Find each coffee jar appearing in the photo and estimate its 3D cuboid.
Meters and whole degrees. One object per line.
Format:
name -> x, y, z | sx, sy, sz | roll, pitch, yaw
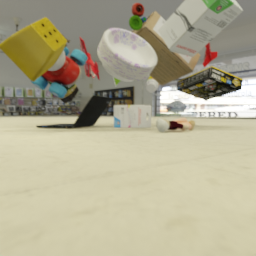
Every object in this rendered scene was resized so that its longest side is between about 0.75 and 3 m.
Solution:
coffee jar -> -3.608, -2.466, 14.912 | 0.965, 2.262, 1.179 | -17, 33, 27

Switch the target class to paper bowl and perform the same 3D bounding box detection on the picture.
paper bowl -> -0.087, -2.258, 9.098 | 1.903, 1.903, 0.990 | -2, -38, -36

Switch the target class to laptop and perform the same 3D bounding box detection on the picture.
laptop -> -2.247, -0.671, 12.104 | 2.565, 1.324, 2.273 | 1, 3, 16

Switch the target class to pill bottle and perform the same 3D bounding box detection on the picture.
pill bottle -> 1.381, -2.466, 15.668 | 0.709, 0.709, 1.277 | 1, 30, 16

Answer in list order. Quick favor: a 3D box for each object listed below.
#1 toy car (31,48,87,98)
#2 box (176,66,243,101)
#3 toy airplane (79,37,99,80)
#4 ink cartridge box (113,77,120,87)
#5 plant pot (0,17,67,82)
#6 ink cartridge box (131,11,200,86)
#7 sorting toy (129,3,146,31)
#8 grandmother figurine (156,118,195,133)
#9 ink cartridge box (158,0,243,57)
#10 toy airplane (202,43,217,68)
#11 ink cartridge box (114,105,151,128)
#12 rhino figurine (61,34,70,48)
toy car -> -3.063, -2.706, 11.036 | 1.977, 2.061, 2.236 | 25, -13, 22
box -> 3.361, -1.786, 11.755 | 1.715, 0.530, 2.148 | 16, -14, -23
toy airplane -> -1.880, -3.214, 13.604 | 0.432, 2.351, 2.351 | -19, 8, -14
ink cartridge box -> -0.398, -2.796, 11.276 | 0.696, 1.357, 1.836 | 19, 55, 28
plant pot -> -2.676, -2.467, 8.360 | 1.205, 1.366, 1.366 | -31, 20, 31
ink cartridge box -> 1.327, -3.291, 12.142 | 2.760, 1.037, 2.274 | 38, -25, -20
sorting toy -> 0.320, -4.243, 10.876 | 0.670, 1.116, 0.458 | 17, -7, -24
grandmother figurine -> 1.492, -0.101, 9.356 | 1.037, 0.518, 1.709 | -9, -6, 41
ink cartridge box -> 2.192, -3.310, 8.677 | 1.528, 0.880, 2.094 | -2, -31, -48
toy airplane -> 3.040, -3.330, 10.971 | 2.188, 2.188, 0.403 | -3, 22, -44
ink cartridge box -> 0.248, -0.481, 11.859 | 1.657, 0.954, 0.562 | 1, 3, 21
rhino figurine -> -2.604, -3.337, 10.496 | 0.562, 0.384, 1.284 | 26, 7, -31
